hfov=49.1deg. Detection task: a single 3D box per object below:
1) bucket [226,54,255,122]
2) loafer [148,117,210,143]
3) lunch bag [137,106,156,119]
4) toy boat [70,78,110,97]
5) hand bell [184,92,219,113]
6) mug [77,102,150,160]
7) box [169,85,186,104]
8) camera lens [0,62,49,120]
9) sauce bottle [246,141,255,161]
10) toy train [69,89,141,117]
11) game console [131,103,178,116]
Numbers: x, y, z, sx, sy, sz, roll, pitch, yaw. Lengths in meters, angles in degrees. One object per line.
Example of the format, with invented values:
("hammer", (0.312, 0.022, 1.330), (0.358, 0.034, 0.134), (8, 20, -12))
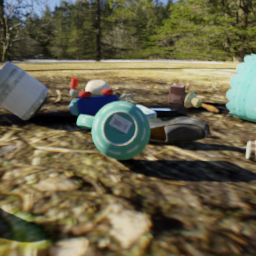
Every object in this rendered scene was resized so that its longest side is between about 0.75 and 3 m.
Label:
("bucket", (5.332, -1.416, 10.995), (2.710, 2.710, 1.763), (-15, 32, -40))
("loafer", (1.364, 0.185, 8.890), (2.339, 0.851, 0.845), (-2, 22, 27))
("lunch bag", (0.166, -0.398, 10.800), (1.359, 0.697, 1.690), (-8, 19, -27))
("toy boat", (-2.236, -2.211, 16.433), (2.376, 1.104, 1.997), (9, 22, 4))
("hand bell", (3.580, -1.056, 13.347), (0.831, 0.831, 1.597), (-16, 36, -42))
("mug", (-0.334, 0.124, 7.343), (1.849, 1.520, 1.144), (-18, -7, -1))
("box", (2.655, -1.834, 15.114), (0.752, 0.916, 0.760), (7, 19, 20))
("camera lens", (-4.497, -1.474, 11.545), (2.092, 1.673, 1.673), (39, 4, -22))
("sauce bottle", (4.132, 0.687, 7.551), (1.722, 0.557, 0.557), (5, 18, 14))
("toy train", (-1.058, -1.030, 12.354), (2.916, 1.234, 1.687), (-10, 6, -30))
("game console", (0.837, -0.819, 12.787), (2.858, 0.345, 1.686), (3, 17, 7))
